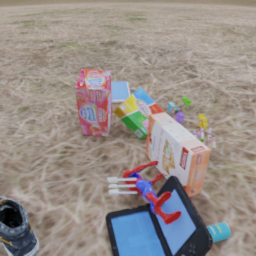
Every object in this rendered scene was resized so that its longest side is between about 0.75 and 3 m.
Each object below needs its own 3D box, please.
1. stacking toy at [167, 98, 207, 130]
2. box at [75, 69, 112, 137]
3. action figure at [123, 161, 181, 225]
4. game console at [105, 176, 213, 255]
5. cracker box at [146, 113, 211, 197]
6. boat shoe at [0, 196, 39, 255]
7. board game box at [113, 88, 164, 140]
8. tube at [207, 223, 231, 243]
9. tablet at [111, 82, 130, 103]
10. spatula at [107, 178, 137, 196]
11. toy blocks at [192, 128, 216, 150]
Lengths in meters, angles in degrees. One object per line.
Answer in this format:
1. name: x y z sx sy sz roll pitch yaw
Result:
1. stacking toy: 2.120 -0.634 12.635 1.978 0.616 2.623 -4 31 -11
2. box: -1.298 -0.951 11.112 1.192 2.496 1.244 5 46 3
3. action figure: 0.777 1.562 8.063 1.415 0.933 2.858 -32 17 -17
4. game console: 0.608 2.449 6.938 1.372 1.992 2.312 20 24 -26
5. cracker box: 1.493 0.813 9.186 0.732 1.699 2.537 -12 33 -23
6. boat shoe: -3.285 2.216 7.375 2.715 1.232 0.961 26 40 35
7. board game box: 0.511 -0.668 11.967 1.624 0.428 2.122 45 41 -3
8. tube: 1.873 2.844 7.261 1.530 0.385 0.592 -13 25 -9
9. tablet: -0.751 -1.961 15.191 1.633 0.171 2.509 -3 31 -4
10. spatula: -0.165 1.701 8.126 0.856 0.595 0.069 -3 14 7
11. toy blocks: 2.643 0.393 10.302 0.915 0.979 0.824 4 75 -5
